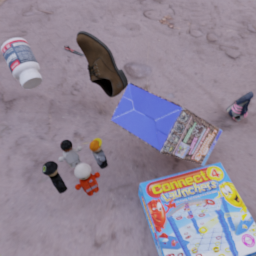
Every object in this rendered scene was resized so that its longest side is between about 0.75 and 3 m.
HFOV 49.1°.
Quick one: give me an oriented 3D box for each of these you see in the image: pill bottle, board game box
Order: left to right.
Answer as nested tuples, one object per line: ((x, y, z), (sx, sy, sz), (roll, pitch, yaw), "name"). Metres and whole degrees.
((-3.406, -2.058, 9.087), (0.892, 0.892, 1.492), (-26, 78, -19), "pill bottle")
((1.118, -0.049, 7.856), (1.967, 2.467, 1.195), (32, 98, 40), "board game box")
((1.902, 2.481, 7.713), (2.624, 0.733, 2.569), (-13, 53, -10), "board game box")

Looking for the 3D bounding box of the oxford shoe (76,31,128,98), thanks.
((-0.962, -2.032, 9.151), (0.868, 2.388, 1.008), (-15, 29, 50), "oxford shoe")

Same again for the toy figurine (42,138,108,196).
((-1.368, 0.982, 7.516), (1.481, 1.031, 1.458), (1, 42, 21), "toy figurine")

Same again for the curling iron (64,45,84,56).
((-2.502, -3.559, 12.899), (1.135, 0.145, 0.281), (28, 56, 21), "curling iron")

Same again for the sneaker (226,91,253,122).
((4.001, -0.719, 9.708), (0.566, 1.614, 0.662), (-31, 77, -8), "sneaker")
